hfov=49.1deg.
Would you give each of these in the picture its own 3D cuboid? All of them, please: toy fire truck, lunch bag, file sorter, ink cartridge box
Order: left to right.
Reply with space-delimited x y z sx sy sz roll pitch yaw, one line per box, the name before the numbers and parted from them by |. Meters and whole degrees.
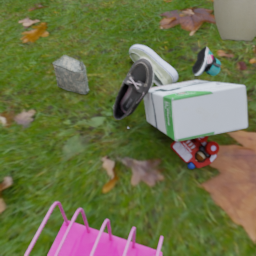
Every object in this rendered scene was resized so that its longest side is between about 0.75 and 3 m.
lunch bag | -2.047 -1.965 10.595 1.348 1.106 0.793 25 52 21
file sorter | -0.682 2.876 5.904 2.573 1.614 1.788 14 50 12
ink cartridge box | 1.787 -0.645 8.328 2.076 1.176 2.832 -11 14 -10
toy fire truck | 2.001 0.644 8.376 1.071 0.715 1.275 -44 100 -8

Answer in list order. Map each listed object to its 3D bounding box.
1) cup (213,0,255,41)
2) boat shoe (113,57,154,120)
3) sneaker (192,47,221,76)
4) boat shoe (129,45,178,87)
cup | 3.169 -3.071 7.932 1.599 1.143 1.599 3 17 -1
boat shoe | 0.118 -1.069 8.627 0.800 2.394 0.682 35 51 7
sneaker | 2.370 -1.802 8.383 0.771 0.534 1.277 39 50 -15
boat shoe | 0.845 -2.509 11.252 0.790 0.917 2.547 -36 59 -24
